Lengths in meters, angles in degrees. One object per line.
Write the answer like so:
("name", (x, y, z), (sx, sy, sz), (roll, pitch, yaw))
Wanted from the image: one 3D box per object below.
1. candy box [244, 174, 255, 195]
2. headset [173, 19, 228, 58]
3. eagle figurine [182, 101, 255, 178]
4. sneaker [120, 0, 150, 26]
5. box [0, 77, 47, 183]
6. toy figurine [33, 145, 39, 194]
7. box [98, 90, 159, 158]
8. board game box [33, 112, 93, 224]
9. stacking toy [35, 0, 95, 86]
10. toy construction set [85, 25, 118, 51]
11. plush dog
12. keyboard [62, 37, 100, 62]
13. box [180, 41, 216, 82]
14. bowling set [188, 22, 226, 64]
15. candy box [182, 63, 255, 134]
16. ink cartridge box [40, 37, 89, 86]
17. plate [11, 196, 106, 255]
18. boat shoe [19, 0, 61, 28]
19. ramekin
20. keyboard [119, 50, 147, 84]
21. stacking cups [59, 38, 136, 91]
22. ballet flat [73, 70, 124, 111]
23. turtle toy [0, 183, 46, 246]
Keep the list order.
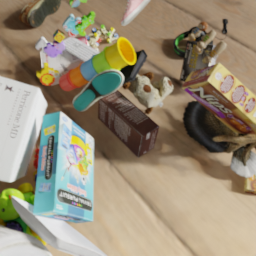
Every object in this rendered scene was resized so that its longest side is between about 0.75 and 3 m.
("candy box", (3.655, 1.497, 8.083), (0.493, 0.236, 0.854), (14, 53, 10))
("headset", (3.010, -3.737, 11.618), (2.297, 1.079, 1.418), (-18, 54, 0))
("eagle figurine", (3.136, -0.041, 8.574), (2.057, 2.711, 2.046), (36, 97, -16))
("sneaker", (0.083, -4.437, 10.103), (0.787, 0.567, 1.505), (42, 87, -6))
("box", (-3.190, 0.048, 7.177), (1.499, 2.294, 2.282), (16, 81, -10))
("toy figurine", (-1.844, 1.393, 7.616), (1.266, 1.115, 2.113), (1, 32, -24))
("box", (-0.049, -0.187, 8.791), (0.785, 1.049, 2.095), (-28, 57, -28))
("board game box", (-1.477, 1.041, 6.954), (0.548, 1.762, 2.334), (-12, 63, 17))
("stacking toy", (-2.017, -2.883, 8.944), (2.709, 0.636, 2.042), (-43, 42, 21))
("toy construction set", (-1.237, -3.739, 11.901), (1.035, 0.727, 1.579), (34, 58, 7))
("plush dog", (0.522, -1.284, 9.359), (1.519, 1.218, 1.304), (-20, 59, -37))
("keyboard", (-1.566, -2.711, 10.085), (2.457, 0.131, 0.691), (36, 67, 30))
("box", (2.511, -2.290, 10.041), (0.354, 1.464, 1.160), (-8, 26, -38))
("bowling set", (2.331, -2.944, 9.132), (0.825, 1.069, 1.536), (-46, 51, 18))
("candy box", (2.539, -0.668, 7.109), (2.119, 1.236, 0.598), (36, 81, -15))
("ink cartridge box", (-2.291, -2.565, 10.710), (1.852, 0.767, 1.357), (-18, 54, 0))
("plate", (-1.433, 2.123, 5.698), (1.718, 1.721, 0.278), (19, 70, 39))
("boat shoe", (-4.178, -5.794, 13.286), (0.983, 1.007, 2.661), (18, 53, 17))
("ramekin", (-2.386, 3.003, 4.752), (1.373, 2.616, 2.616), (-11, 46, 31))
("keyboard", (-0.360, -1.915, 9.444), (2.686, 0.345, 1.613), (-4, 57, 53))
("stacking cups", (-1.100, -1.790, 8.749), (2.792, 0.845, 0.845), (-21, 43, 34))
("ballet flat", (-0.893, -1.202, 8.454), (2.021, 0.702, 0.702), (-32, 44, 32))
("turtle toy", (-2.573, 2.071, 6.571), (0.973, 1.924, 1.402), (-14, 50, -30))
